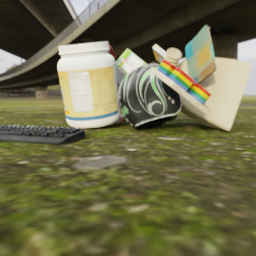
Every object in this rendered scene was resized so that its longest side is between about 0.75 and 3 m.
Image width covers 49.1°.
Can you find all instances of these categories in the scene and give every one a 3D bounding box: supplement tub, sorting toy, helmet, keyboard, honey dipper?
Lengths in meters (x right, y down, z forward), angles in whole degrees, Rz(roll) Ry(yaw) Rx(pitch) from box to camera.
[{"bbox_3d":[-1.489,-1.664,10.725,2.161,2.988,2.161,-5,17,2],"label":"supplement tub"},{"bbox_3d":[1.519,-1.181,7.698,1.509,0.528,1.518,32,13,-29],"label":"sorting toy"},{"bbox_3d":[0.733,-1.154,9.813,2.204,2.101,2.204,-15,-10,-3],"label":"helmet"},{"bbox_3d":[-2.668,0.137,7.980,2.870,0.368,1.723,3,6,18],"label":"keyboard"},{"bbox_3d":[1.403,-1.789,10.895,0.552,0.552,2.908,-1,-34,-10],"label":"honey dipper"}]

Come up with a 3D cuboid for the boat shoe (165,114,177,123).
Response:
[{"bbox_3d":[0.855,-1.087,11.317,2.570,0.936,0.794,36,-7,13],"label":"boat shoe"}]

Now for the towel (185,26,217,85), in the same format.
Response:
[{"bbox_3d":[2.234,-2.178,8.741,0.177,1.630,1.195,8,-25,-23],"label":"towel"}]

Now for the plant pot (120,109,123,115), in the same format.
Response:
[{"bbox_3d":[0.140,-1.070,15.131,1.259,1.338,1.338,-1,4,28],"label":"plant pot"}]

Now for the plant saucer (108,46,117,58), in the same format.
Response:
[{"bbox_3d":[-0.950,-3.113,11.562,0.784,0.144,0.782,-6,-22,16],"label":"plant saucer"}]

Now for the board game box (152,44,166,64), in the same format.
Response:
[{"bbox_3d":[1.377,-2.771,11.119,0.766,0.195,1.139,44,1,18],"label":"board game box"}]

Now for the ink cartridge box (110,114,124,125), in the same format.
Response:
[{"bbox_3d":[-0.540,-0.377,12.139,0.932,0.235,0.508,-16,24,-38],"label":"ink cartridge box"}]

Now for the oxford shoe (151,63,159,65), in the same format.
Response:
[{"bbox_3d":[1.363,-2.061,11.282,0.540,1.514,0.539,-40,23,15],"label":"oxford shoe"}]

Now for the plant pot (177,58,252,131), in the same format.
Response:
[{"bbox_3d":[2.704,-1.414,10.275,2.099,2.371,2.368,18,4,-2],"label":"plant pot"}]

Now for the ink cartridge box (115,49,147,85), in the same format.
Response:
[{"bbox_3d":[-0.397,-2.963,13.219,2.720,1.030,2.010,40,-10,3],"label":"ink cartridge box"}]

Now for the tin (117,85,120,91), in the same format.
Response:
[{"bbox_3d":[-0.796,-1.910,13.146,1.318,0.493,2.355,25,-1,42],"label":"tin"}]
